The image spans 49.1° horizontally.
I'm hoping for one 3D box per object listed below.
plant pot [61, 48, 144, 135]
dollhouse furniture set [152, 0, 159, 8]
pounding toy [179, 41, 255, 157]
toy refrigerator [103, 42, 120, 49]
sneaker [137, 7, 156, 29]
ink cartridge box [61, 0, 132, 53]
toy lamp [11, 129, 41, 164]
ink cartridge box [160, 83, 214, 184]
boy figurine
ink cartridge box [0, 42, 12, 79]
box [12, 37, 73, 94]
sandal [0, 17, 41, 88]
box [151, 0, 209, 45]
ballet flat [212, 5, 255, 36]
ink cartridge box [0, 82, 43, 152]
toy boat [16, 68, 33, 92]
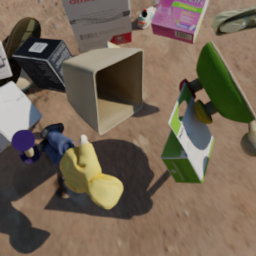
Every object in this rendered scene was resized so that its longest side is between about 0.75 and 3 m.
[{"bbox_3d":[-0.716,-1.112,7.053,1.487,1.678,1.680,25,44,32],"label":"plant pot"},{"bbox_3d":[0.950,-4.855,10.128,1.085,0.621,1.272,-13,69,21],"label":"dollhouse furniture set"},{"bbox_3d":[2.234,-0.616,7.138,1.327,2.860,2.208,-29,16,21],"label":"pounding toy"},{"bbox_3d":[-0.221,-1.974,7.745,0.992,0.377,0.347,16,46,-29],"label":"toy refrigerator"},{"bbox_3d":[0.907,-5.248,12.910,0.521,0.692,1.480,26,63,15],"label":"sneaker"},{"bbox_3d":[-1.013,-4.033,9.545,2.065,2.844,1.186,-11,70,-1],"label":"ink cartridge box"},{"bbox_3d":[-2.446,0.525,6.855,0.559,1.919,0.559,5,71,-14],"label":"toy lamp"},{"bbox_3d":[1.380,0.167,7.266,0.812,2.145,1.585,-8,40,37],"label":"ink cartridge box"},{"bbox_3d":[-1.137,0.881,6.716,2.489,1.548,0.802,37,35,21],"label":"boy figurine"},{"bbox_3d":[-3.652,-2.033,7.687,0.478,1.133,0.820,-21,59,-20],"label":"ink cartridge box"},{"bbox_3d":[-2.449,-1.928,8.711,1.488,1.463,0.923,14,61,27],"label":"box"},{"bbox_3d":[-3.698,-2.429,9.047,0.694,1.039,2.543,34,105,23],"label":"sandal"},{"bbox_3d":[1.643,-3.640,8.762,1.390,0.764,1.581,20,87,12],"label":"box"},{"bbox_3d":[3.585,-3.146,8.180,2.253,0.783,0.783,-4,54,30],"label":"ballet flat"},{"bbox_3d":[-3.444,-0.149,7.544,1.238,1.696,1.244,50,44,-11],"label":"ink cartridge box"},{"bbox_3d":[-3.699,-2.101,10.890,2.466,1.146,2.073,-2,54,8],"label":"toy boat"}]
